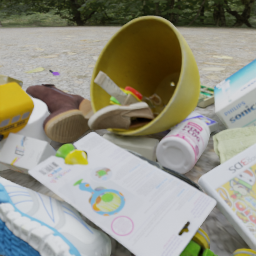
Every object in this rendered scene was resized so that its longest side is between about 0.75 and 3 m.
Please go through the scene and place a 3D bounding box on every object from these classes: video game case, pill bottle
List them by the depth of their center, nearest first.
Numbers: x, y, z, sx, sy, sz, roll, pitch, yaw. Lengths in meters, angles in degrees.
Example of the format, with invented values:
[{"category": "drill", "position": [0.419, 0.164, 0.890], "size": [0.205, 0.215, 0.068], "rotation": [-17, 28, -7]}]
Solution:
[{"category": "video game case", "position": [2.238, 1.069, 3.913], "size": [1.722, 0.217, 1.892], "rotation": [-25, 60, -20]}, {"category": "pill bottle", "position": [1.282, 0.343, 6.240], "size": [0.834, 0.834, 1.472], "rotation": [13, 26, 26]}]

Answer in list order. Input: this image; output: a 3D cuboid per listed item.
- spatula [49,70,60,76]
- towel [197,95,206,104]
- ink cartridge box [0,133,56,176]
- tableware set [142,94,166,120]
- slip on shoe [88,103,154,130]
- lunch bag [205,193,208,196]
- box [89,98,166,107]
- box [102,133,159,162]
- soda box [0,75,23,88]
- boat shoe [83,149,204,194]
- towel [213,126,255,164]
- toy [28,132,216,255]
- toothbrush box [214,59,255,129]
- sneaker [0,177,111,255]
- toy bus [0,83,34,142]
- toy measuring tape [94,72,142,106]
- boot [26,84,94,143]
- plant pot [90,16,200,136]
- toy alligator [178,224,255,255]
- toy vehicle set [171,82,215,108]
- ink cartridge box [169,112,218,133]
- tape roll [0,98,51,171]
[{"category": "spatula", "position": [-3.793, -2.820, 14.201], "size": [0.309, 0.112, 1.092], "rotation": [-16, 29, -32]}, {"category": "towel", "position": [1.779, -0.704, 8.673], "size": [0.890, 0.219, 1.200], "rotation": [-17, -4, -20]}, {"category": "ink cartridge box", "position": [-1.962, 0.565, 5.512], "size": [0.840, 0.618, 0.607], "rotation": [13, 67, 14]}, {"category": "tableware set", "position": [0.733, -0.490, 7.064], "size": [0.102, 0.878, 0.733], "rotation": [-48, 9, -32]}, {"category": "slip on shoe", "position": [-0.120, -0.173, 6.190], "size": [1.512, 0.575, 0.458], "rotation": [-11, 54, -30]}, {"category": "lunch bag", "position": [2.017, 1.041, 5.193], "size": [1.074, 0.500, 1.220], "rotation": [16, 29, 42]}, {"category": "box", "position": [0.344, -0.893, 9.174], "size": [2.851, 0.495, 1.569], "rotation": [-16, 22, -33]}, {"category": "box", "position": [0.015, 0.468, 6.468], "size": [1.300, 0.445, 0.534], "rotation": [9, 26, 17]}, {"category": "soda box", "position": [-3.110, -0.401, 6.751], "size": [0.585, 1.728, 0.553], "rotation": [13, 0, 19]}, {"category": "boat shoe", "position": [0.192, 0.863, 4.757], "size": [2.234, 0.755, 0.802], "rotation": [20, 68, 18]}, {"category": "towel", "position": [2.870, 0.339, 5.285], "size": [2.380, 0.434, 1.766], "rotation": [-7, 21, 11]}, {"category": "toy", "position": [-0.150, 0.979, 4.089], "size": [2.386, 0.563, 1.374], "rotation": [29, 42, 28]}, {"category": "toothbrush box", "position": [3.404, -0.914, 7.421], "size": [1.933, 1.126, 2.641], "rotation": [-35, 7, 24]}, {"category": "sneaker", "position": [-1.318, 1.388, 4.120], "size": [2.594, 0.972, 1.124], "rotation": [22, 17, 36]}, {"category": "toy bus", "position": [-2.863, -0.032, 4.846], "size": [0.781, 0.940, 2.400], "rotation": [45, 36, 9]}, {"category": "toy measuring tape", "position": [-0.255, -0.745, 6.610], "size": [0.848, 0.848, 2.304], "rotation": [17, -10, 34]}, {"category": "boot", "position": [-2.033, -0.521, 7.613], "size": [2.066, 0.899, 2.484], "rotation": [28, 20, 16]}, {"category": "plant pot", "position": [0.691, -1.033, 7.025], "size": [2.762, 2.762, 1.961], "rotation": [24, 6, 42]}, {"category": "toy alligator", "position": [1.316, 1.898, 3.060], "size": [2.723, 0.654, 0.903], "rotation": [17, 31, 27]}, {"category": "toy vehicle set", "position": [2.364, -1.348, 10.436], "size": [1.249, 0.267, 2.011], "rotation": [-24, 36, -35]}, {"category": "ink cartridge box", "position": [1.547, -0.103, 7.896], "size": [1.367, 0.297, 1.355], "rotation": [-15, 27, -25]}, {"category": "tape roll", "position": [-3.255, 0.035, 6.844], "size": [2.623, 0.917, 2.623], "rotation": [0, 24, 0]}]
